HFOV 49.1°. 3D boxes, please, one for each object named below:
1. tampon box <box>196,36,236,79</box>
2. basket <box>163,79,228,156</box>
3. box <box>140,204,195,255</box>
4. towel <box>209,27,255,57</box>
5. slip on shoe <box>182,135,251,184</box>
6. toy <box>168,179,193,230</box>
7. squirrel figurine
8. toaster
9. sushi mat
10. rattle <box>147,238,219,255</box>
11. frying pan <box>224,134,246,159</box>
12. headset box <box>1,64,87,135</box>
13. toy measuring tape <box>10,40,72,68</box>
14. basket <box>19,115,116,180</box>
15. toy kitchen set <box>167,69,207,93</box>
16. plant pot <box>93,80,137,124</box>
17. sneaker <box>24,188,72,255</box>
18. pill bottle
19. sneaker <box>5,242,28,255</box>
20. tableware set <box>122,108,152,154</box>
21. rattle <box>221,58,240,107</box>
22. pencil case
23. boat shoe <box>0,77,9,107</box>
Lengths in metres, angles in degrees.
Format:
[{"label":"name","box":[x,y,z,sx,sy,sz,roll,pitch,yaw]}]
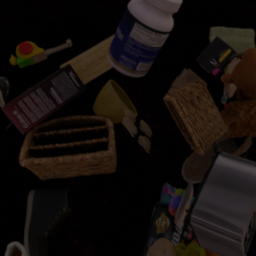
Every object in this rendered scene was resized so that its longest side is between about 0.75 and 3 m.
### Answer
[{"label":"tampon box","box":[2.360,-1.859,7.535,0.661,1.047,0.785,44,106,9]},{"label":"basket","box":[1.337,-0.190,6.363,1.078,1.032,1.446,-36,100,-30]},{"label":"box","box":[1.299,3.500,8.008,1.737,0.503,2.186,9,67,31]},{"label":"towel","box":[4.273,-3.540,11.495,1.873,0.342,1.389,6,68,2]},{"label":"slip on shoe","box":[2.938,0.892,9.250,2.645,0.801,1.006,-28,68,-4]},{"label":"toy","box":[1.286,1.912,7.019,0.427,1.807,1.040,17,71,24]},{"label":"squirrel figurine","box":[3.264,-0.829,7.194,1.689,2.228,2.387,14,90,35]},{"label":"toaster","box":[2.002,1.512,5.588,1.088,1.834,1.659,15,57,34]},{"label":"sushi mat","box":[-1.242,-2.699,11.225,2.797,0.169,1.338,-35,71,-14]},{"label":"rattle","box":[1.379,2.683,5.860,1.935,2.709,1.764,-29,44,12]},{"label":"frying pan","box":[3.472,0.624,9.770,0.830,0.223,1.373,-39,68,-10]},{"label":"headset box","box":[-2.930,-0.873,9.337,2.720,2.025,1.051,-39,106,-15]},{"label":"toy measuring tape","box":[-3.511,-3.133,11.061,2.470,0.909,0.909,-27,69,-11]},{"label":"basket","box":[-1.777,0.414,8.880,2.739,2.041,1.955,-6,67,-1]},{"label":"toy kitchen set","box":[1.922,-1.219,8.750,0.842,0.761,0.933,34,96,-20]},{"label":"plant pot","box":[-0.571,-0.737,9.818,1.086,1.529,1.529,-36,69,13]},{"label":"sneaker","box":[-2.331,2.970,8.389,1.265,0.891,2.381,-8,66,-1]},{"label":"pill bottle","box":[0.426,-2.732,7.887,1.374,2.375,1.374,18,41,-17]},{"label":"sneaker","box":[-2.368,3.105,5.775,0.596,0.629,1.558,-13,29,-16]},{"label":"tableware set","box":[0.232,0.006,6.964,0.145,1.249,1.043,-38,109,21]},{"label":"rattle","box":[3.510,-1.731,10.587,1.339,1.220,1.874,23,96,23]},{"label":"pencil case","box":[1.786,2.379,8.725,1.671,0.772,0.711,23,68,9]},{"label":"boat shoe","box":[-3.455,-0.941,7.599,0.486,1.354,0.458,37,61,-9]}]
